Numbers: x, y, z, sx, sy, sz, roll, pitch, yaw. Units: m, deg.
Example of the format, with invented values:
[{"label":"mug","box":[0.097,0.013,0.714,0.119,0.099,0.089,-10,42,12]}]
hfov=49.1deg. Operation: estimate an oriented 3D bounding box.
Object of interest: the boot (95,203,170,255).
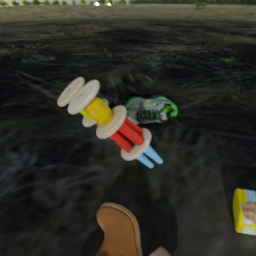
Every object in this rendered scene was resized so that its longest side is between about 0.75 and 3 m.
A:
[{"label":"boot","box":[-0.402,2.227,4.701,1.653,0.787,2.137,-24,32,-30]}]

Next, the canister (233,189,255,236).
[{"label":"canister","box":[2.951,1.780,5.724,1.436,0.622,1.067,5,27,13]}]

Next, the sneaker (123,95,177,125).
[{"label":"sneaker","box":[0.783,-0.615,10.057,2.482,0.968,1.057,-20,33,-35]}]

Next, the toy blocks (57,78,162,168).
[{"label":"toy blocks","box":[-0.380,-0.043,6.815,0.903,2.487,2.072,-50,26,-6]}]
